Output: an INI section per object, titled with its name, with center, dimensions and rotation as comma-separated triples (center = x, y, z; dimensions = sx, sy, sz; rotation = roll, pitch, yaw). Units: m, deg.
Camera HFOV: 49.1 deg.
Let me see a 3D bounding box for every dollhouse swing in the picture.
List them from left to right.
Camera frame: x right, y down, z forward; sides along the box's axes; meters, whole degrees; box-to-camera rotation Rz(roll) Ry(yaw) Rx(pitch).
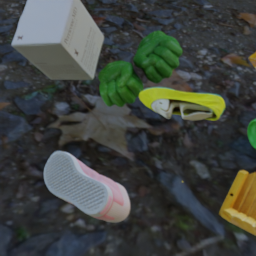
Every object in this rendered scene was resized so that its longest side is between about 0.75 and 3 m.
[dollhouse swing]
center = 2.120, 1.140, 4.076
dimensions = 1.301, 1.144, 1.182
rotation = 24, 73, 30

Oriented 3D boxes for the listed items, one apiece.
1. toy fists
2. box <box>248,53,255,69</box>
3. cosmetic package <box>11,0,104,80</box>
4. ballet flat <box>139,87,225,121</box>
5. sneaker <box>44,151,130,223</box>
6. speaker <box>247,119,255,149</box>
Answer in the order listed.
[toy fists]
center = 0.298, -1.741, 8.468
dimensions = 2.832, 0.974, 1.443
rotation = -33, 52, 11
[box]
center = 4.170, -1.122, 6.578
dimensions = 1.466, 2.462, 0.511
rotation = -37, 14, 12
[cosmetic package]
center = -1.921, -2.512, 8.088
dimensions = 1.595, 1.917, 1.604
rotation = 5, 73, 21
[ballet flat]
center = 0.887, -0.386, 4.935
dimensions = 1.552, 0.519, 0.520
rotation = 7, 55, 17
[sneaker]
center = -0.645, 0.968, 4.461
dimensions = 1.684, 0.880, 0.634
rotation = 23, 80, 43
[speaker]
center = 5.579, 0.031, 9.448
dimensions = 2.798, 1.237, 1.237
rotation = -9, 46, -9
